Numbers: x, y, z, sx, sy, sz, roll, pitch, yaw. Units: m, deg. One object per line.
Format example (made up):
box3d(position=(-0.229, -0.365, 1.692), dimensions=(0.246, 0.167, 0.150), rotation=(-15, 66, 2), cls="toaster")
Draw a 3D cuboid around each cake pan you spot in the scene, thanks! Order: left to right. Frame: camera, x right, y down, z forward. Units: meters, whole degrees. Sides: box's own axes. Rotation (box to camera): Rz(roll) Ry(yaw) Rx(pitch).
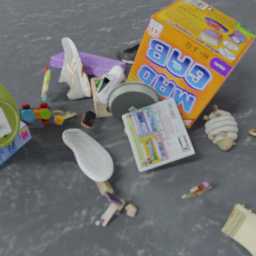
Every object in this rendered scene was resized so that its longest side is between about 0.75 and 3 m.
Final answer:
box3d(position=(0.203, -0.739, 9.643), dimensions=(1.895, 1.895, 0.347), rotation=(2, 48, 1), cls="cake pan")

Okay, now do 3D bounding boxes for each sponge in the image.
box3d(position=(-1.734, -2.804, 12.263), dimensions=(2.873, 0.428, 1.603), rotation=(16, 31, 16), cls="sponge")

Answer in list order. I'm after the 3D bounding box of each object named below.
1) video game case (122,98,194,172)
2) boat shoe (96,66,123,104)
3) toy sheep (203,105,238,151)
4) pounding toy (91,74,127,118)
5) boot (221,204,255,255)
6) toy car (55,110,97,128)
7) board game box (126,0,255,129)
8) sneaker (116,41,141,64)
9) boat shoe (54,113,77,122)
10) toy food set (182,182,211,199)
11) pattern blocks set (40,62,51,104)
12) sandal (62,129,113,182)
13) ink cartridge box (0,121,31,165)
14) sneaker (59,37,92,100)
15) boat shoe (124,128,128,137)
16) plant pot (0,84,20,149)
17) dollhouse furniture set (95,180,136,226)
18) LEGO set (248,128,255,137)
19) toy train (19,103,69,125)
box3d(position=(0.916, 0.201, 8.939), dimensions=(1.792, 0.217, 1.968), rotation=(-20, 71, 6), cls="video game case")
box3d(position=(-0.650, -1.700, 10.114), dimensions=(0.647, 0.588, 1.760), rotation=(-8, 51, 32), cls="boat shoe")
box3d(position=(3.196, -0.043, 9.691), dimensions=(1.176, 1.176, 1.706), rotation=(-4, 71, -3), cls="toy sheep")
box3d(position=(-0.201, -1.154, 10.768), dimensions=(2.211, 1.011, 1.942), rotation=(-9, 49, -7), cls="pounding toy")
box3d(position=(3.740, 2.576, 7.695), dimensions=(1.642, 0.769, 2.113), rotation=(36, 61, 27), cls="boot")
box3d(position=(-1.867, -0.329, 9.942), dimensions=(1.462, 0.487, 0.717), rotation=(12, 55, -22), cls="toy car")
box3d(position=(2.177, -2.409, 10.000), dimensions=(2.882, 2.880, 2.879), rotation=(37, 49, 10), cls="board game box")
box3d(position=(0.728, -3.611, 12.806), dimensions=(2.598, 1.176, 0.863), rotation=(-2, 49, -1), cls="sneaker")
box3d(position=(-2.350, -0.419, 10.497), dimensions=(0.835, 0.305, 0.263), rotation=(-22, 80, -2), cls="boat shoe")
box3d(position=(1.986, 1.766, 8.041), dimensions=(0.681, 1.071, 0.169), rotation=(-42, 60, 22), cls="toy food set")
box3d(position=(-3.144, -1.687, 10.729), dimensions=(0.136, 1.476, 1.679), rotation=(10, 82, -22), cls="pattern blocks set")
box3d(position=(-1.325, 0.927, 9.243), dimensions=(1.086, 0.656, 2.668), rotation=(-11, 39, -30), cls="sandal")
box3d(position=(-4.659, 0.508, 9.417), dimensions=(1.506, 0.843, 2.208), rotation=(26, 52, 21), cls="ink cartridge box")
box3d(position=(-2.314, -2.303, 11.075), dimensions=(1.146, 0.943, 2.491), rotation=(-19, 95, -5), cls="sneaker")
box3d(position=(0.999, 0.046, 9.617), dimensions=(2.226, 0.848, 0.798), rotation=(8, 29, -1), cls="boat shoe")
box3d(position=(-3.950, -0.315, 7.332), dimensions=(2.705, 2.531, 2.531), rotation=(14, 45, 45), cls="plant pot")
box3d(position=(-0.615, 2.281, 8.370), dimensions=(0.955, 1.067, 1.346), rotation=(-55, 32, 7), cls="dollhouse furniture set")
box3d(position=(5.182, 0.014, 9.742), dimensions=(1.923, 0.545, 1.249), rotation=(-14, 28, -34), cls="LEGO set")
box3d(position=(-2.948, -0.516, 10.099), dimensions=(1.810, 0.766, 1.047), rotation=(-7, 7, -21), cls="toy train")
